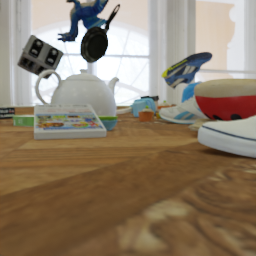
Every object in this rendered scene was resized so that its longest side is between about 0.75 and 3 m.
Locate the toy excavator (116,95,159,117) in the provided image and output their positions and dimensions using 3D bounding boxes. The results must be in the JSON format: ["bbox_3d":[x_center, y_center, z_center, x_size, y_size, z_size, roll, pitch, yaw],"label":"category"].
[{"bbox_3d":[0.278,-0.960,14.055,2.145,1.071,2.085,-16,13,-37],"label":"toy excavator"}]

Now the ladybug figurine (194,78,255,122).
[{"bbox_3d":[2.630,-0.630,6.963,1.877,0.995,2.765,6,4,-5],"label":"ladybug figurine"}]

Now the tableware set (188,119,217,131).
[{"bbox_3d":[2.851,-0.012,7.331,2.461,0.342,2.946,2,6,11],"label":"tableware set"}]

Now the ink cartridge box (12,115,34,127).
[{"bbox_3d":[-3.477,-0.246,9.492,1.168,0.346,0.606,2,6,16],"label":"ink cartridge box"}]

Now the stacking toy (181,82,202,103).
[{"bbox_3d":[3.698,-0.875,11.947,2.835,1.556,1.645,11,-5,-37],"label":"stacking toy"}]

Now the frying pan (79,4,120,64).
[{"bbox_3d":[-0.822,-2.607,7.749,1.028,1.699,0.277,24,9,29],"label":"frying pan"}]

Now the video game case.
[{"bbox_3d":[-1.595,-0.228,7.271,1.607,0.202,2.244,-1,20,-18],"label":"video game case"}]

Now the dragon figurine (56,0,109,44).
[{"bbox_3d":[-1.095,-3.435,8.596,2.564,1.275,0.754,-22,24,-6],"label":"dragon figurine"}]

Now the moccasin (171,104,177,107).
[{"bbox_3d":[3.599,-1.187,15.018,2.882,1.113,1.054,-2,6,-15],"label":"moccasin"}]

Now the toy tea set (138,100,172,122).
[{"bbox_3d":[1.148,-0.760,12.018,1.385,0.862,2.328,1,6,12],"label":"toy tea set"}]

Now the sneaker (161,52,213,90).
[{"bbox_3d":[2.161,-2.061,10.027,1.902,0.782,0.703,-27,23,14],"label":"sneaker"}]

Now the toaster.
[{"bbox_3d":[-3.529,-2.748,11.129,1.418,0.931,1.568,27,-24,-25],"label":"toaster"}]

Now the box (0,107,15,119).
[{"bbox_3d":[-6.677,-0.690,12.915,2.345,0.540,1.864,4,7,38],"label":"box"}]

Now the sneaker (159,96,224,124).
[{"bbox_3d":[2.396,-0.680,10.256,2.651,1.071,1.014,2,8,31],"label":"sneaker"}]

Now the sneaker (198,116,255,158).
[{"bbox_3d":[2.565,-0.069,4.319,2.878,1.019,1.051,2,6,19],"label":"sneaker"}]

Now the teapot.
[{"bbox_3d":[-1.875,-1.331,11.359,2.888,2.137,2.926,0,6,4],"label":"teapot"}]

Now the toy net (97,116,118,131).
[{"bbox_3d":[-1.410,-0.126,7.961,2.153,0.416,1.130,-3,7,-23],"label":"toy net"}]
